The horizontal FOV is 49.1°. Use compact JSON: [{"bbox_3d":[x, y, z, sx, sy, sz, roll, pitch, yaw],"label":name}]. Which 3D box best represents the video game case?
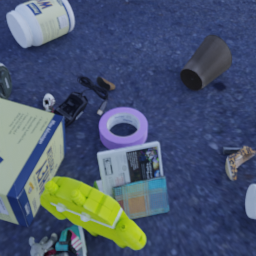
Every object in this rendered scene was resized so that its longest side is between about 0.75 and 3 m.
[{"bbox_3d":[0.134,1.496,8.134,1.788,1.967,0.230,-10,14,-9],"label":"video game case"}]

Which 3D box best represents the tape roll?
[{"bbox_3d":[-0.174,0.058,10.139,1.727,0.566,1.727,0,48,0],"label":"tape roll"}]

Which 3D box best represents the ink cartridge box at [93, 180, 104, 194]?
[{"bbox_3d":[-0.559,1.931,8.667,0.883,0.335,0.653,-6,47,-25],"label":"ink cartridge box"}]

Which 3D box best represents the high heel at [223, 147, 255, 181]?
[{"bbox_3d":[3.747,1.157,9.164,1.072,0.537,1.504,1,40,9],"label":"high heel"}]

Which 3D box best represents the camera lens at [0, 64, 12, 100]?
[{"bbox_3d":[-5.742,-1.780,11.079,1.908,1.526,1.526,1,49,-1],"label":"camera lens"}]

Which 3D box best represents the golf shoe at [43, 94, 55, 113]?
[{"bbox_3d":[-3.170,-1.040,11.147,0.434,0.495,1.124,-12,48,-6],"label":"golf shoe"}]

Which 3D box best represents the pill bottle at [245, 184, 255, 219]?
[{"bbox_3d":[4.591,2.213,7.769,2.313,1.280,1.280,8,49,7],"label":"pill bottle"}]

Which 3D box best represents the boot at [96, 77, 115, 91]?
[{"bbox_3d":[-0.972,-1.900,12.074,0.385,0.375,1.019,-12,41,-47],"label":"boot"}]

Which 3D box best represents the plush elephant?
[{"bbox_3d":[-2.189,3.180,7.260,1.008,0.780,0.830,-24,53,-19],"label":"plush elephant"}]

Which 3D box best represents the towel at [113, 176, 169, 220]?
[{"bbox_3d":[0.402,2.072,8.105,1.563,1.146,0.170,-10,13,-9],"label":"towel"}]

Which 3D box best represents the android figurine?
[{"bbox_3d":[-0.907,2.061,6.658,2.705,2.972,0.610,12,58,27],"label":"android figurine"}]

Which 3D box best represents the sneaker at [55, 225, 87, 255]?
[{"bbox_3d":[-1.502,3.191,7.397,0.777,0.538,1.287,-9,41,-14],"label":"sneaker"}]

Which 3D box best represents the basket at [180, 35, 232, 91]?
[{"bbox_3d":[3.254,-2.608,11.906,2.013,1.815,1.369,-45,31,-21],"label":"basket"}]

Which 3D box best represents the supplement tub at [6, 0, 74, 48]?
[{"bbox_3d":[-4.285,-5.273,13.840,2.731,1.980,1.980,-36,58,-27],"label":"supplement tub"}]

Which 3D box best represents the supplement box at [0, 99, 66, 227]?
[{"bbox_3d":[-3.740,0.873,8.268,2.885,1.939,2.888,16,50,3],"label":"supplement box"}]

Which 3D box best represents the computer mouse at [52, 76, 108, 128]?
[{"bbox_3d":[-1.746,-0.720,10.639,1.618,0.530,2.305,29,76,13],"label":"computer mouse"}]
